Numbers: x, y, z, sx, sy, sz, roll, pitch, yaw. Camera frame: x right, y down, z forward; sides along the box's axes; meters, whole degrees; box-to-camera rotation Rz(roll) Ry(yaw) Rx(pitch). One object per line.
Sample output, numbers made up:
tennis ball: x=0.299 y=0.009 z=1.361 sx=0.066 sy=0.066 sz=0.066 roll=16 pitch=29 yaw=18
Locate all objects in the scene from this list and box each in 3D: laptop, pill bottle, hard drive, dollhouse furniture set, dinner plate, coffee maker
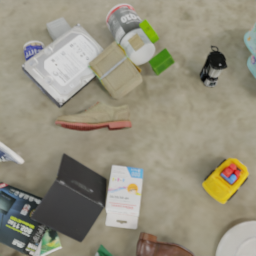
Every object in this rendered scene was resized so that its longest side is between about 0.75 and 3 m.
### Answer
laptop: x=-1.555 y=1.922 z=7.849 sx=1.620 sy=1.003 sz=1.730 roll=37 pitch=26 yaw=-22
pill bottle: x=-3.416 y=-2.488 z=10.521 sx=0.803 sy=0.803 sz=1.341 roll=-15 pitch=72 yaw=-8
pill bottle: x=0.103 y=-3.626 z=10.919 sx=1.272 sy=1.272 sz=2.234 roll=-21 pitch=64 yaw=-12
hard drive: x=-2.141 y=-2.296 z=10.191 sx=1.925 sy=0.521 sz=2.755 roll=46 pitch=68 yaw=-4
dollhouse furniture set: x=0.136 y=-2.376 z=10.296 sx=2.606 sy=1.308 sz=1.707 roll=-36 pitch=85 yaw=11
dinner plate: x=3.524 y=3.675 z=7.198 sx=2.477 sy=0.300 sz=2.477 roll=-1 pitch=65 yaw=3
coffee maker: x=3.098 y=-2.196 z=10.220 sx=0.738 sy=1.095 sz=1.052 roll=15 pitch=64 yaw=4

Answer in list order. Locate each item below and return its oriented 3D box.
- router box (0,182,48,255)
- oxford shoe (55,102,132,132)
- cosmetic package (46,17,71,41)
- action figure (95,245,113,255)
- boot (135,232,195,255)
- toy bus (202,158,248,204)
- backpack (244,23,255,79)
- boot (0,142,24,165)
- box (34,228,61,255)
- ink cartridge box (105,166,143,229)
router box: x=-3.076 y=2.455 z=7.669 sx=1.878 sy=0.583 sz=1.407 roll=13 pitch=61 yaw=21
oxford shoe: x=-1.123 y=-0.382 z=9.146 sx=2.462 sy=0.867 sz=0.921 roll=0 pitch=82 yaw=-16
cosmetic package: x=-2.613 y=-3.697 z=11.356 sx=0.807 sy=0.681 sz=1.511 roll=-27 pitch=67 yaw=-14
action figure: x=-0.272 y=3.776 z=7.203 sx=1.498 sy=0.410 sz=0.885 roll=28 pitch=64 yaw=5
boot: x=0.771 y=3.747 z=7.056 sx=1.621 sy=0.559 sz=1.739 roll=19 pitch=60 yaw=1
toy bus: x=2.960 y=1.333 z=8.097 sx=1.368 sy=1.313 sz=0.928 roll=-38 pitch=66 yaw=-21
backpack: x=5.550 y=-2.710 z=9.804 sx=2.578 sy=2.186 sz=2.903 roll=-18 pitch=71 yaw=-23
boot: x=-3.961 y=0.916 z=8.849 sx=1.409 sy=0.512 sz=0.636 roll=29 pitch=71 yaw=24
box: x=-2.396 y=2.959 z=7.794 sx=0.795 sy=0.200 sz=1.101 roll=-21 pitch=62 yaw=-12
ink cartridge box: x=-0.110 y=1.996 z=8.138 sx=0.951 sy=0.560 sz=1.651 roll=6 pitch=60 yaw=3
